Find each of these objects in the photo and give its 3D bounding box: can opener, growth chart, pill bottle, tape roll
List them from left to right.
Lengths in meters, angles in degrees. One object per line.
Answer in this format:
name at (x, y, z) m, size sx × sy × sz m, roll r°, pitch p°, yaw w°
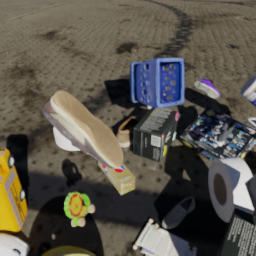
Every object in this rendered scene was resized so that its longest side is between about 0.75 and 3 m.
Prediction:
tape roll at (-2.426, 0.201, 12.877) m, size 1.917 × 0.671 × 1.917 m, roll 1°, pitch 36°, yaw 0°
pill bottle at (1.625, -1.487, 15.096) m, size 0.760 × 0.760 × 1.313 m, roll 26°, pitch 43°, yaw 31°
growth chart at (1.110, 3.712, 8.518) m, size 1.916 × 0.170 × 1.386 m, roll 23°, pitch 43°, yaw 28°
can opener at (3.729, 0.107, 10.520) m, size 1.569 × 0.418 × 0.524 m, roll -43°, pitch 10°, yaw -36°
tape roll at (3.357, 2.012, 9.251) m, size 0.723 × 2.067 × 2.067 m, roll -4°, pitch 36°, yaw -6°
pill bottle at (5.507, -1.164, 11.107) m, size 1.871 × 1.083 × 1.083 m, roll 38°, pitch 42°, yaw -1°

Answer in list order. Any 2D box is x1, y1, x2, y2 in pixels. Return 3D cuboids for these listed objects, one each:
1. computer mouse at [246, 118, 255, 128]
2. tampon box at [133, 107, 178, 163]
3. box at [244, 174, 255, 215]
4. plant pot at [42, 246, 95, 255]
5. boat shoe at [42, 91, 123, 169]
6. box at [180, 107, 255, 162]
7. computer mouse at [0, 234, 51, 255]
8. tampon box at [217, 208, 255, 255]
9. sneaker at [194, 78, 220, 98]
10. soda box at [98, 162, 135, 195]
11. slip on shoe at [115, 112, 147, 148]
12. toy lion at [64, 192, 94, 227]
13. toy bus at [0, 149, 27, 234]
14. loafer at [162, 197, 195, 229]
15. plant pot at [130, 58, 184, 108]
computer mouse at (5.043, 0.035, 10.375) m, size 1.428 × 0.313 × 0.783 m, roll 42°, pitch 12°, yaw 11°
tampon box at (1.216, 0.229, 12.128) m, size 1.249 × 1.483 × 1.978 m, roll 17°, pitch 39°, yaw 22°
box at (3.275, 1.768, 6.531) m, size 0.632 × 0.526 × 1.539 m, roll 35°, pitch 26°, yaw -8°
plant pot at (-1.584, 3.882, 6.863) m, size 2.310 × 2.310 × 1.640 m, roll -15°, pitch 7°, yaw -19°
boat shoe at (-1.299, 0.186, 8.281) m, size 0.932 × 2.876 × 1.034 m, roll -29°, pitch 26°, yaw 32°
box at (3.871, 0.411, 12.037) m, size 2.071 × 0.599 × 2.606 m, roll -45°, pitch 51°, yaw -16°
computer mouse at (-3.431, 3.672, 8.290) m, size 2.272 × 0.498 × 1.246 m, roll 12°, pitch 39°, yaw 15°
tampon box at (3.551, 3.775, 6.712) m, size 2.890 × 2.166 × 1.825 m, roll 20°, pitch 41°, yaw 25°
sneaker at (3.289, -1.667, 11.260) m, size 0.576 × 0.402 × 1.158 m, roll -35°, pitch 58°, yaw -21°
soda box at (-0.493, 1.664, 10.886) m, size 0.624 × 0.660 × 1.950 m, roll -19°, pitch 40°, yaw -24°
slip on shoe at (0.364, -0.160, 13.210) m, size 1.062 × 0.846 × 2.792 m, roll 25°, pitch 43°, yaw 30°
toy lion at (-1.274, 1.989, 7.117) m, size 0.306 × 0.854 × 0.891 m, roll -11°, pitch 15°, yaw 24°
toy bus at (-3.933, 1.974, 8.638) m, size 0.916 × 2.815 × 1.102 m, roll 1°, pitch 36°, yaw 1°
loafer at (1.702, 2.823, 9.425) m, size 1.498 × 0.523 × 0.524 m, roll -30°, pitch 46°, yaw -35°
plant pot at (1.093, -1.842, 11.359) m, size 1.669 × 1.856 × 1.856 m, roll 8°, pitch 15°, yaw 42°
